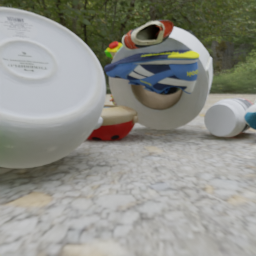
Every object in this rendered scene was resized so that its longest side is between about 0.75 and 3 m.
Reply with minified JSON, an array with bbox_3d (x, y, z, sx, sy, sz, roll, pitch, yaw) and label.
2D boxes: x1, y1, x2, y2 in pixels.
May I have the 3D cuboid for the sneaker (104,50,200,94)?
[{"bbox_3d":[0.514,-1.299,6.889,2.467,1.014,0.912,5,30,29],"label":"sneaker"}]

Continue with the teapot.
[{"bbox_3d":[-1.981,-0.410,4.867,2.971,2.169,2.932,32,45,-6],"label":"teapot"}]

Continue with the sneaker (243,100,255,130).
[{"bbox_3d":[3.565,-0.527,7.211,2.033,0.778,0.821,-15,51,-33],"label":"sneaker"}]

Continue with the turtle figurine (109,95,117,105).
[{"bbox_3d":[-0.352,-0.878,12.315,2.437,0.785,1.966,23,30,34],"label":"turtle figurine"}]

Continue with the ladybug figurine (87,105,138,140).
[{"bbox_3d":[-0.796,-0.162,7.415,2.326,0.837,1.579,5,11,31],"label":"ladybug figurine"}]

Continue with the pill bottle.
[{"bbox_3d":[2.812,-0.289,7.694,1.018,1.018,1.758,7,11,37],"label":"pill bottle"}]

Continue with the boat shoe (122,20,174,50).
[{"bbox_3d":[0.544,-2.142,6.317,1.498,0.533,0.469,-29,10,-31],"label":"boat shoe"}]

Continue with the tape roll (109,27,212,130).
[{"bbox_3d":[0.936,-1.382,8.076,2.880,2.880,1.007,3,32,21],"label":"tape roll"}]

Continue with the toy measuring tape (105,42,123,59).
[{"bbox_3d":[-0.231,-2.562,9.397,0.603,0.603,1.639,-6,20,-33],"label":"toy measuring tape"}]

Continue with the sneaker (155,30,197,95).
[{"bbox_3d":[1.386,-1.991,9.133,0.994,2.601,1.490,24,31,-2],"label":"sneaker"}]
